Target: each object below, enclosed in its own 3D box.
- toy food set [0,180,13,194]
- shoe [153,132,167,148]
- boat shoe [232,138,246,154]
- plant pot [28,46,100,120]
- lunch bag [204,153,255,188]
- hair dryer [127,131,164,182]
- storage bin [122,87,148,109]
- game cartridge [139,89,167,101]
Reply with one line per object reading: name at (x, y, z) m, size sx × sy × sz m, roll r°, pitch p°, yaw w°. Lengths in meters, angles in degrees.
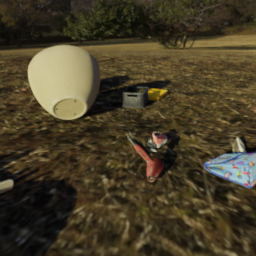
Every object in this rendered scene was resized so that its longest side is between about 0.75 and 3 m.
toy food set at (-3.265, 1.027, 5.568) m, size 1.673 × 0.505 × 1.201 m, roll 16°, pitch 25°, yaw 38°
shoe at (0.909, 0.263, 7.971) m, size 0.285 × 0.362 × 0.797 m, roll 10°, pitch 22°, yaw 26°
boat shoe at (2.873, 0.522, 7.321) m, size 0.274 × 0.331 × 0.921 m, roll -39°, pitch 5°, yaw 25°
plant pot at (-2.183, -1.334, 9.990) m, size 2.608 × 2.608 × 1.751 m, roll -5°, pitch 55°, yaw -14°
lunch bag at (2.360, 0.848, 6.277) m, size 0.877 × 0.548 × 1.166 m, roll -18°, pitch 14°, yaw -40°
hair dryer at (0.387, 0.689, 6.240) m, size 0.963 × 0.343 × 1.264 m, roll 19°, pitch 34°, yaw -35°
storage bin at (0.327, -1.334, 12.118) m, size 0.932 × 0.646 × 1.378 m, roll 4°, pitch 19°, yaw 12°
game cartridge at (1.062, -1.627, 13.613) m, size 1.320 × 0.243 × 1.498 m, roll 9°, pitch 24°, yaw 24°
